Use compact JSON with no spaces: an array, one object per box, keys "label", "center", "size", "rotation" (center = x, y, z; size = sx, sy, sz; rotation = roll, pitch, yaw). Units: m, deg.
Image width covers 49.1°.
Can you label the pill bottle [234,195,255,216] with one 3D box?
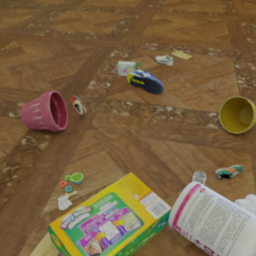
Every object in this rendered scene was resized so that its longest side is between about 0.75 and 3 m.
[{"label":"pill bottle","center":[3.999,2.380,8.022],"size":[1.720,0.940,0.940],"rotation":[-1,38,-2]}]

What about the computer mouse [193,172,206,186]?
[{"label":"computer mouse","center":[2.279,1.945,9.148],"size":[0.650,0.260,1.186],"rotation":[10,45,20]}]

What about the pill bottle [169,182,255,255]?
[{"label":"pill bottle","center":[2.499,2.658,7.250],"size":[2.602,1.475,1.475],"rotation":[29,47,31]}]

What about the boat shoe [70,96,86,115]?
[{"label":"boat shoe","center":[-2.195,-0.988,12.060],"size":[0.984,0.350,0.308],"rotation":[55,27,9]}]

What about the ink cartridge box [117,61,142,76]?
[{"label":"ink cartridge box","center":[0.080,-3.220,15.297],"size":[1.300,0.675,0.386],"rotation":[5,39,7]}]

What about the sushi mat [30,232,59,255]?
[{"label":"sushi mat","center":[-2.277,3.434,7.384],"size":[0.667,0.084,1.393],"rotation":[18,42,20]}]

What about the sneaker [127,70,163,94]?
[{"label":"sneaker","center":[0.986,-2.413,14.192],"size":[2.207,0.816,0.908],"rotation":[31,46,32]}]

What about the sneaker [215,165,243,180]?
[{"label":"sneaker","center":[3.504,1.562,9.576],"size":[0.969,0.346,0.387],"rotation":[-11,45,-6]}]

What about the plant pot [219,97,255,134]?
[{"label":"plant pot","center":[4.679,-0.509,11.486],"size":[1.050,1.479,1.479],"rotation":[1,31,-41]}]

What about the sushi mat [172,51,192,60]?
[{"label":"sushi mat","center":[3.337,-4.502,17.392],"size":[1.236,0.075,0.591],"rotation":[31,48,33]}]

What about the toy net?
[{"label":"toy net","center":[-1.983,2.003,9.046],"size":[0.716,0.264,1.365],"rotation":[10,40,12]}]

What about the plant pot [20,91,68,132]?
[{"label":"plant pot","center":[-3.455,-0.585,11.404],"size":[1.441,1.610,1.610],"rotation":[-10,37,12]}]

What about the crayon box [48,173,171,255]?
[{"label":"crayon box","center":[-0.439,2.648,7.689],"size":[2.922,0.851,1.735],"rotation":[-28,48,-32]}]

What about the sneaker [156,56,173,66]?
[{"label":"sneaker","center":[2.151,-4.061,16.528],"size":[1.153,0.466,0.441],"rotation":[25,46,29]}]
